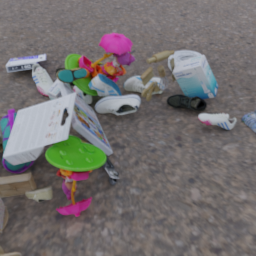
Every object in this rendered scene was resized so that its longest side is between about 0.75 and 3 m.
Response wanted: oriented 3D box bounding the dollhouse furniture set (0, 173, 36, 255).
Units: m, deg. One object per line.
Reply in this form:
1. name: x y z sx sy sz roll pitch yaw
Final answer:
1. dollhouse furniture set: -3.402 2.319 7.925 1.098 1.285 2.480 -8 41 -6

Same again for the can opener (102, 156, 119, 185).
1. can opener: -0.721 1.441 9.620 0.374 0.469 1.404 17 14 -31

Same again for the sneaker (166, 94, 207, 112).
1. sneaker: 2.551 -1.129 12.186 1.757 0.672 1.007 13 -1 10

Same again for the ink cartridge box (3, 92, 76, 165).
1. ink cartridge box: -2.640 0.027 8.806 2.365 0.675 1.923 -12 50 16

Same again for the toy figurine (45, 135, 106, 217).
1. toy figurine: -1.711 1.544 8.309 1.655 2.029 2.205 -4 24 -31

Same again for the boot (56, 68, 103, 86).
1. boot: -2.450 -2.831 14.524 2.232 0.865 1.544 15 35 0

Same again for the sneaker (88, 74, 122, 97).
1. sneaker: -0.938 -1.681 12.184 0.729 1.806 0.691 -32 53 23

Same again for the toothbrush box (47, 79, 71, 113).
1. toothbrush box: -2.859 -1.394 12.015 0.525 1.230 0.901 23 61 20

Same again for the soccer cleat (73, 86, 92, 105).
1. soccer cleat: -2.084 -1.695 13.094 0.537 0.664 1.538 -13 44 -31

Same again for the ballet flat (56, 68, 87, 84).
1. ballet flat: -2.284 -2.030 10.927 0.563 0.563 1.594 24 29 26

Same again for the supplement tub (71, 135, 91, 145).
1. supplement tub: -1.760 0.892 9.858 1.315 0.956 0.956 23 45 25

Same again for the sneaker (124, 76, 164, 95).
1. sneaker: 0.754 -2.007 13.492 1.941 0.743 0.784 -2 43 1

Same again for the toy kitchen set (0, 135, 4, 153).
1. toy kitchen set: -4.868 0.892 9.289 1.856 1.679 2.057 -32 50 -32

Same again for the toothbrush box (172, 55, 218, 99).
1. toothbrush box: 2.999 -2.140 12.409 1.339 1.829 0.780 -8 45 38

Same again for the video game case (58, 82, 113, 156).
1. video game case: -1.666 -0.395 10.702 0.260 2.067 2.886 -38 44 7

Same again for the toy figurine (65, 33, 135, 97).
1. toy figurine: -0.770 -2.781 12.019 2.622 2.848 2.138 -31 47 32

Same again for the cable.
1. cable: 3.216 -3.576 15.379 2.027 0.702 2.026 -20 43 -23

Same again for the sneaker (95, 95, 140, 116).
1. sneaker: -0.509 -0.898 11.807 2.075 0.758 0.735 -11 40 22

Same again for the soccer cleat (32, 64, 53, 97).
1. soccer cleat: -4.207 -2.368 13.717 0.791 0.977 2.264 -23 46 -25

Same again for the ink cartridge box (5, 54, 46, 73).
1. ink cartridge box: -5.414 -3.510 15.127 2.008 0.436 1.989 -12 25 -10

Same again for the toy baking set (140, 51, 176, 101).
1. toy baking set: 1.347 -2.322 12.100 0.325 2.146 2.796 35 48 26

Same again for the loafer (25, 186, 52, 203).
1. loafer: -2.541 1.920 7.972 1.141 0.389 0.432 -20 -3 42

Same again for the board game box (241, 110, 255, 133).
1. board game box: 5.713 -0.235 11.614 1.354 0.418 1.354 -16 42 -18

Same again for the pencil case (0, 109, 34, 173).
1. pencil case: -4.079 0.448 10.241 1.053 1.144 2.475 -18 42 -14

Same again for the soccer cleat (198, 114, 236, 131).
1. soccer cleat: 3.599 -0.379 11.250 1.575 0.680 0.550 15 41 -16
